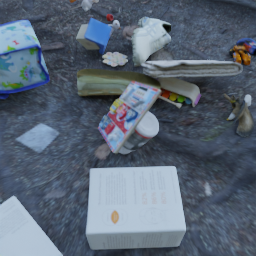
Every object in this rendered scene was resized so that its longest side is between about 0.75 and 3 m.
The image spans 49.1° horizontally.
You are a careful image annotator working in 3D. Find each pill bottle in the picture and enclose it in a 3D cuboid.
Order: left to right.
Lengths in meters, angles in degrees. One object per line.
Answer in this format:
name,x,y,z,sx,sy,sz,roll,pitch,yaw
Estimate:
pill bottle,0.159,0.157,7.410,0.753,1.322,0.753,15,57,-24

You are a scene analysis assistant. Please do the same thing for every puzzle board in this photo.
puzzle board,-0.113,-0.423,7.263,1.738,0.201,2.306,-55,21,3

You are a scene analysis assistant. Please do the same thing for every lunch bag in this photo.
lunch bag,-4.104,-2.131,8.941,2.645,1.686,2.249,-18,43,-16

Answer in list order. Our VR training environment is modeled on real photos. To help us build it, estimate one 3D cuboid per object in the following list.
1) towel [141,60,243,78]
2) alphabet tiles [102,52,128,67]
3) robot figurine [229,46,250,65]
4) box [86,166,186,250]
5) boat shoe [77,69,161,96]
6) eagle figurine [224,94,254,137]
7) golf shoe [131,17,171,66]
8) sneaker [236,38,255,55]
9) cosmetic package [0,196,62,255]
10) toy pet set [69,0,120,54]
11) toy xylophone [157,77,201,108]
towel,1.877,-1.915,8.864,2.785,0.480,1.846,-2,16,-5
alphabet tiles,-0.485,-2.593,10.499,0.910,0.066,0.890,27,50,19
robot figurine,4.236,-2.740,10.536,0.729,0.293,1.006,2,51,0
box,0.129,1.787,6.306,1.988,1.057,1.513,-1,51,-1
boat shoe,-0.317,-1.310,9.017,2.689,0.846,0.981,6,28,3
eagle figurine,3.351,-0.431,8.383,0.888,0.884,1.171,4,39,-10
golf shoe,0.899,-3.278,10.367,1.333,1.073,2.741,7,51,14
sneaker,4.749,-3.084,10.744,1.198,0.451,0.470,24,59,21
cosmetic package,-2.207,2.564,5.883,1.064,0.775,2.093,-37,61,-26
toy pet set,-1.089,-4.069,10.445,1.209,2.276,2.125,10,76,35
toy xylophone,1.488,-1.163,9.155,1.636,0.411,1.197,30,61,22
